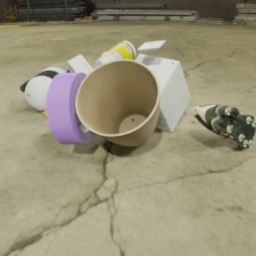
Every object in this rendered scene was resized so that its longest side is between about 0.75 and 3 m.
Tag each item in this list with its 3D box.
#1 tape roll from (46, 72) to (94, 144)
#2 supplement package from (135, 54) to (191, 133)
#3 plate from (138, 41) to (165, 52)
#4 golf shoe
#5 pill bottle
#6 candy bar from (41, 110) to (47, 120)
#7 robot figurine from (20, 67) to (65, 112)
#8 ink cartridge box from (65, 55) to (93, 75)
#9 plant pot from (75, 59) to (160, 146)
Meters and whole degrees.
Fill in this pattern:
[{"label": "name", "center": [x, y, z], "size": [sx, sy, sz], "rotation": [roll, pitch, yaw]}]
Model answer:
[{"label": "tape roll", "center": [-1.695, -0.602, 8.898], "size": [0.739, 2.253, 2.253], "rotation": [-2, 26, 14]}, {"label": "supplement package", "center": [1.098, -1.326, 10.931], "size": [1.759, 2.335, 1.772], "rotation": [21, 71, 32]}, {"label": "plate", "center": [0.811, -2.771, 9.549], "size": [0.786, 0.127, 0.788], "rotation": [2, 33, 26]}, {"label": "golf shoe", "center": [3.382, -0.142, 9.534], "size": [2.895, 1.117, 1.275], "rotation": [26, -3, -39]}, {"label": "pill bottle", "center": [-0.516, -2.781, 11.339], "size": [0.907, 0.907, 1.614], "rotation": [24, 52, 39]}, {"label": "candy bar", "center": [-2.424, -0.688, 9.637], "size": [1.203, 0.300, 0.133], "rotation": [-33, 27, -19]}, {"label": "robot figurine", "center": [-3.726, -1.841, 13.391], "size": [2.122, 1.762, 2.824], "rotation": [-25, 21, 18]}, {"label": "ink cartridge box", "center": [-1.846, -1.897, 10.661], "size": [0.618, 1.476, 1.065], "rotation": [-36, 86, -26]}, {"label": "plant pot", "center": [-0.046, -0.421, 9.054], "size": [2.472, 2.639, 2.472], "rotation": [-5, 67, 12]}]
